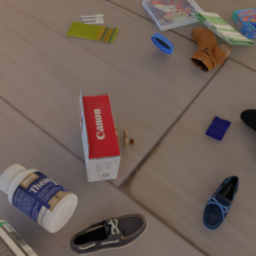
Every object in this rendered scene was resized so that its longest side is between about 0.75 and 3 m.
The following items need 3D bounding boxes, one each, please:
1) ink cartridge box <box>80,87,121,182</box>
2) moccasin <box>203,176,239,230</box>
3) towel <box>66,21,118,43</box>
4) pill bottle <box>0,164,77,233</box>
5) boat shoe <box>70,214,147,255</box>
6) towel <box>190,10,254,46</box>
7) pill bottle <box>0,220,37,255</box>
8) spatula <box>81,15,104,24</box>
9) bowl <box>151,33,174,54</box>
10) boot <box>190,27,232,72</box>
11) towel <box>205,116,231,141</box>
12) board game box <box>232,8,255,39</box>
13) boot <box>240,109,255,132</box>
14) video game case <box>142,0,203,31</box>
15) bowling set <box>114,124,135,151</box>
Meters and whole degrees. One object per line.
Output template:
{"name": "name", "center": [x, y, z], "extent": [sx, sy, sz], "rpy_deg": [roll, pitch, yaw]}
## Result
{"name": "ink cartridge box", "center": [-0.992, 0.177, 9.413], "extent": [1.060, 2.220, 2.529], "rpy_deg": [-6, 57, -12]}
{"name": "moccasin", "center": [2.947, 2.295, 8.967], "extent": [0.783, 0.663, 1.945], "rpy_deg": [24, 64, 18]}
{"name": "towel", "center": [-1.771, -4.778, 13.912], "extent": [2.422, 0.219, 1.042], "rpy_deg": [12, 57, 8]}
{"name": "pill bottle", "center": [-2.855, 2.100, 8.756], "extent": [2.313, 1.284, 1.284], "rpy_deg": [28, 61, 17]}
{"name": "boat shoe", "center": [-0.545, 3.151, 8.388], "extent": [2.434, 0.763, 0.884], "rpy_deg": [-15, 58, -10]}
{"name": "towel", "center": [4.515, -4.819, 13.400], "extent": [2.092, 0.321, 2.743], "rpy_deg": [-10, 51, -38]}
{"name": "pill bottle", "center": [-3.194, 3.804, 7.617], "extent": [2.383, 1.348, 1.348], "rpy_deg": [37, 64, 21]}
{"name": "spatula", "center": [-1.862, -5.629, 14.544], "extent": [1.187, 0.095, 0.825], "rpy_deg": [-4, 58, -3]}
{"name": "bowl", "center": [1.573, -3.828, 12.711], "extent": [1.204, 1.204, 0.236], "rpy_deg": [36, 88, 21]}
{"name": "boot", "center": [3.376, -3.568, 12.864], "extent": [1.748, 0.863, 2.251], "rpy_deg": [-41, 73, -19]}
{"name": "towel", "center": [3.449, 0.034, 10.735], "extent": [0.675, 0.226, 0.914], "rpy_deg": [25, 65, 26]}
{"name": "board game box", "center": [6.263, -5.285, 14.123], "extent": [1.386, 0.410, 1.822], "rpy_deg": [-10, 57, -6]}
{"name": "boot", "center": [4.993, 0.349, 10.198], "extent": [2.059, 0.786, 1.730], "rpy_deg": [24, 56, 8]}
{"name": "video game case", "center": [2.429, -6.230, 14.807], "extent": [2.651, 0.305, 2.416], "rpy_deg": [-18, 58, -12]}
{"name": "bowling set", "center": [-0.150, 0.351, 10.304], "extent": [0.817, 0.630, 1.174], "rpy_deg": [-6, 57, -4]}
